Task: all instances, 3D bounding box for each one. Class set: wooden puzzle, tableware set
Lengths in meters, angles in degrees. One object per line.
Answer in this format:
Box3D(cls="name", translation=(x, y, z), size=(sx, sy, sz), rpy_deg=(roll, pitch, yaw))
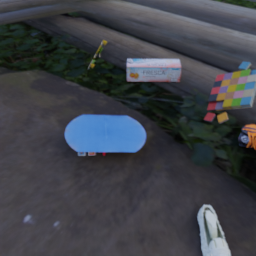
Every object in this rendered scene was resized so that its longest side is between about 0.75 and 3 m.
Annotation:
Box3D(cls="wooden puzzle", translation=(3.659, -1.310, 9.800), size=(1.594, 0.189, 2.688), rpy_deg=(-3, 54, 47))
Box3D(cls="tableware set", translation=(-0.983, -2.362, 9.083), size=(0.158, 1.030, 0.694), rpy_deg=(27, 29, -13))

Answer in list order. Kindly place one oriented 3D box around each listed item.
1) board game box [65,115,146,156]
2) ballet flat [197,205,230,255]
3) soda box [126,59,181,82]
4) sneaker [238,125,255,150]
Box3D(cls="board game box", translation=(-0.735, 0.325, 9.116), size=(2.571, 0.501, 2.031), rpy_deg=(1, 34, -7))
Box3D(cls="ballet flat", translation=(1.926, 2.494, 6.362), size=(0.608, 0.608, 1.694), rpy_deg=(-3, 40, -3))
Box3D(cls="soda box", translation=(1.119, -2.553, 12.409), size=(2.372, 0.754, 0.811), rpy_deg=(1, 39, 0))
Box3D(cls="sneaker", translation=(3.992, 0.618, 8.579), size=(1.226, 0.849, 2.189), rpy_deg=(13, 30, 21))
